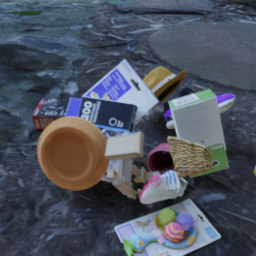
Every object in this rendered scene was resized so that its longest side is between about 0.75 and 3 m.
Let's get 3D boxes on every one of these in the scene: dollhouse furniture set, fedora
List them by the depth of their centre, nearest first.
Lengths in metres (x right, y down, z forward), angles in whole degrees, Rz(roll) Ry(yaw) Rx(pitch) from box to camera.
[{"bbox_3d":[0.275,1.337,8.654,1.060,2.394,1.241,-9,53,21],"label":"dollhouse furniture set"},{"bbox_3d":[1.329,-1.884,12.497,1.111,2.724,2.724,48,52,9],"label":"fedora"}]

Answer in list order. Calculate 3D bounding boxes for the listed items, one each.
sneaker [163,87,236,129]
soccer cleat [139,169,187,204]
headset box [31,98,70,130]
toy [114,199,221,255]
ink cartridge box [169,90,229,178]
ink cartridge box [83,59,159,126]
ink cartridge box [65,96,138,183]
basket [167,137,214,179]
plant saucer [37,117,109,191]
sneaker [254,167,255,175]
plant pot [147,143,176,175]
[{"bbox_3d":[2.693,-1.043,11.115,2.855,0.992,1.420,-19,75,17],"label":"sneaker"},{"bbox_3d":[1.200,1.908,8.824,0.959,0.776,2.221,29,23,25],"label":"soccer cleat"},{"bbox_3d":[-3.316,-0.638,12.864,2.076,0.802,1.545,1,37,3],"label":"headset box"},{"bbox_3d":[1.171,2.935,8.204,2.778,0.656,1.599,-16,40,-20],"label":"toy"},{"bbox_3d":[2.431,0.238,9.582,1.428,2.751,0.816,-16,24,5],"label":"ink cartridge box"},{"bbox_3d":[-0.264,-1.044,10.460,2.158,2.179,0.473,54,13,14],"label":"ink cartridge box"},{"bbox_3d":[-1.283,0.313,9.927,2.814,0.611,2.788,9,80,18],"label":"ink cartridge box"},{"bbox_3d":[1.800,0.765,8.082,1.100,1.542,1.148,-15,74,7],"label":"basket"},{"bbox_3d":[-1.823,0.876,8.965,2.454,2.454,0.459,7,10,9],"label":"plant saucer"},{"bbox_3d":[5.276,1.584,10.179,1.273,0.471,0.524,15,37,17],"label":"sneaker"},{"bbox_3d":[1.336,1.107,10.373,1.155,1.155,1.034,8,23,10],"label":"plant pot"}]
